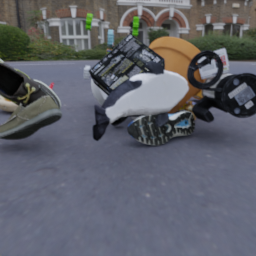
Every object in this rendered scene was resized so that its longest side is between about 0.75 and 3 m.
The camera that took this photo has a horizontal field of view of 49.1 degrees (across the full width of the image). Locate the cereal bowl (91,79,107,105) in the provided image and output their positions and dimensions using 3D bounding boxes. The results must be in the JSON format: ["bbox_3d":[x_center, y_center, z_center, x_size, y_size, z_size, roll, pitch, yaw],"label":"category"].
[{"bbox_3d":[-1.045,-1.896,13.460,0.858,2.061,2.061,-14,6,36],"label":"cereal bowl"}]

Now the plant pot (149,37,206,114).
[{"bbox_3d":[1.606,-1.914,11.467,2.864,2.864,2.005,13,58,36],"label":"plant pot"}]

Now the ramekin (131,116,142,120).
[{"bbox_3d":[0.553,-0.612,10.766,0.425,0.913,0.913,40,35,22],"label":"ramekin"}]

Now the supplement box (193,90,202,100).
[{"bbox_3d":[3.141,-2.209,14.084,2.924,0.973,1.006,16,8,-43],"label":"supplement box"}]

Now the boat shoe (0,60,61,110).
[{"bbox_3d":[-3.341,-1.187,8.452,2.882,1.027,0.868,33,6,-22],"label":"boat shoe"}]

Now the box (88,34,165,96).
[{"bbox_3d":[-0.015,-1.929,9.634,1.671,0.879,2.041,41,79,20],"label":"box"}]

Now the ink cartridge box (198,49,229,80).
[{"bbox_3d":[2.854,-2.089,9.366,0.931,0.818,0.390,-12,-5,23],"label":"ink cartridge box"}]

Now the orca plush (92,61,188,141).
[{"bbox_3d":[0.172,-0.612,6.843,2.953,1.554,1.050,-41,25,-30],"label":"orca plush"}]

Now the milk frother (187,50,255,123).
[{"bbox_3d":[2.801,-1.423,8.829,1.991,2.207,2.076,-19,12,2],"label":"milk frother"}]

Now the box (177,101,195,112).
[{"bbox_3d":[2.536,-0.984,12.817,0.488,0.448,1.393,-16,24,-42],"label":"box"}]

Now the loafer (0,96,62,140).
[{"bbox_3d":[-2.941,-0.264,8.134,2.253,0.785,0.847,-21,-14,15],"label":"loafer"}]

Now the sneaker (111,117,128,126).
[{"bbox_3d":[-0.078,-0.566,10.064,0.567,1.492,0.677,40,26,-5],"label":"sneaker"}]

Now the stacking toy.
[{"bbox_3d":[-0.668,-2.962,10.706,1.925,2.554,0.600,5,24,-3],"label":"stacking toy"}]

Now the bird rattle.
[{"bbox_3d":[-4.832,-1.265,13.078,2.871,1.617,2.341,18,33,12],"label":"bird rattle"}]

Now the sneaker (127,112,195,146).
[{"bbox_3d":[1.002,0.033,9.217,2.491,0.976,1.121,-6,0,-33],"label":"sneaker"}]

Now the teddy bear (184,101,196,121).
[{"bbox_3d":[2.480,-0.678,10.950,0.369,0.802,1.107,-24,-10,7],"label":"teddy bear"}]
